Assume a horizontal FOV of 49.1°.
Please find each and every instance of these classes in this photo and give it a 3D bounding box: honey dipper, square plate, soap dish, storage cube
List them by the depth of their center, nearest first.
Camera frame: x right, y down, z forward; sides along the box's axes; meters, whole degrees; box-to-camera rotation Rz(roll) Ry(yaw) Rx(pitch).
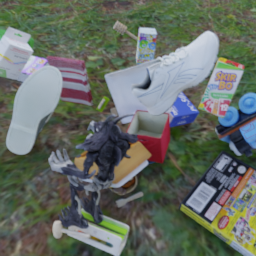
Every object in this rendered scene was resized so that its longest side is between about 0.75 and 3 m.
[{"bbox_3d":[-0.482,0.872,7.451,1.774,0.720,1.395,-1,24,46],"label":"soap dish"},{"bbox_3d":[0.618,0.239,8.016,0.996,1.047,1.165,8,45,18],"label":"storage cube"},{"bbox_3d":[0.315,-1.038,8.264,1.620,1.604,0.230,-14,20,16],"label":"square plate"},{"bbox_3d":[0.304,-3.811,11.945,2.029,0.385,0.385,29,44,-19],"label":"honey dipper"}]

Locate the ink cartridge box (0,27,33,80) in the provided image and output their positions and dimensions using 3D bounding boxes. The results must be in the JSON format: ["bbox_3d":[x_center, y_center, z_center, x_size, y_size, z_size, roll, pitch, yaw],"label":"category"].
[{"bbox_3d":[-3.321,-2.103,8.065,0.456,1.355,0.793,50,24,25],"label":"ink cartridge box"}]

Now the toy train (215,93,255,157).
[{"bbox_3d":[3.851,-0.224,8.065,1.160,2.676,1.529,20,45,-46],"label":"toy train"}]

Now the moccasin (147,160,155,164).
[{"bbox_3d":[0.690,0.903,8.445,0.810,0.276,0.326,-22,51,-19],"label":"moccasin"}]

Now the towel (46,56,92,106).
[{"bbox_3d":[-1.850,-1.458,9.032,1.261,1.751,0.199,11,48,16],"label":"towel"}]

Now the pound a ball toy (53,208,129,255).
[{"bbox_3d":[-0.888,2.535,6.562,1.547,0.657,1.009,16,15,14],"label":"pound a ball toy"}]

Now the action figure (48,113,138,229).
[{"bbox_3d":[-0.834,0.779,6.121,1.476,2.893,1.719,32,26,30],"label":"action figure"}]

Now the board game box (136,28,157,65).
[{"bbox_3d":[0.694,-3.192,11.018,0.648,1.257,0.659,2,37,-5],"label":"board game box"}]

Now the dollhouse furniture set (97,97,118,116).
[{"bbox_3d":[-0.275,-0.711,8.424,1.007,2.015,0.778,31,7,-10],"label":"dollhouse furniture set"}]

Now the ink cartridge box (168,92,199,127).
[{"bbox_3d":[1.236,-1.135,9.689,1.156,0.544,2.459,-10,53,-31],"label":"ink cartridge box"}]

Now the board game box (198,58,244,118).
[{"bbox_3d":[2.692,-1.168,8.075,0.773,0.242,1.617,22,92,10],"label":"board game box"}]

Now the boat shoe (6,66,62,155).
[{"bbox_3d":[-2.709,-0.576,8.106,1.060,2.911,0.899,25,23,-15],"label":"boat shoe"}]

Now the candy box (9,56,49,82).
[{"bbox_3d":[-4.039,-2.389,11.347,1.402,0.501,1.176,16,49,14],"label":"candy box"}]

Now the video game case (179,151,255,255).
[{"bbox_3d":[2.909,1.928,7.479,2.158,0.305,2.388,32,54,26],"label":"video game case"}]

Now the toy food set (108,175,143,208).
[{"bbox_3d":[-0.200,1.475,7.915,0.933,0.271,1.351,-20,50,-18],"label":"toy food set"}]

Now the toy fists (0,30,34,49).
[{"bbox_3d":[-3.682,-2.660,8.748,0.990,0.668,1.942,7,11,9],"label":"toy fists"}]

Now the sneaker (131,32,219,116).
[{"bbox_3d":[1.052,-1.290,6.449,1.025,2.353,0.877,32,24,-29],"label":"sneaker"}]
